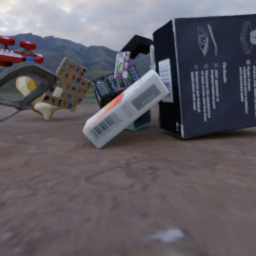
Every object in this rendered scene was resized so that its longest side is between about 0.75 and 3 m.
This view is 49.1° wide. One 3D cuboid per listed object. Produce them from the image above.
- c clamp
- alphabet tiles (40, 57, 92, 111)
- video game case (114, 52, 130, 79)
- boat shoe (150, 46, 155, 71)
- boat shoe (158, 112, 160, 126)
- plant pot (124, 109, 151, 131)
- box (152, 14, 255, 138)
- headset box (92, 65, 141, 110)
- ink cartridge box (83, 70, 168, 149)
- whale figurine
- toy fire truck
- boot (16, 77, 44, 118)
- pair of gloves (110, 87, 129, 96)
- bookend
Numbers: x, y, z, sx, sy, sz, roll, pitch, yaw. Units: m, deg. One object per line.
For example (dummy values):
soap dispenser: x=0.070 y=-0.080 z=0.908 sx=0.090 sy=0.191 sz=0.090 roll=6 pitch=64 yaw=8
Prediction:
c clamp: x=-3.027 y=-0.847 z=7.554 sx=2.406 sy=0.381 sz=2.817 roll=-32 pitch=-5 yaw=-1
alphabet tiles: x=-2.027 y=-1.439 z=9.887 sx=0.075 sy=1.669 sz=1.997 roll=35 pitch=8 yaw=23
video game case: x=-0.205 y=-2.041 z=9.187 sx=0.163 sy=0.824 sz=0.909 roll=5 pitch=8 yaw=-22
boat shoe: x=0.798 y=-2.020 z=8.407 sx=0.284 sy=0.885 sz=0.326 roll=18 pitch=33 yaw=37
boat shoe: x=1.523 y=-1.332 z=9.267 sx=0.841 sy=2.590 sz=0.934 roll=6 pitch=0 yaw=12
plant pot: x=0.014 y=-0.546 z=8.939 sx=1.039 sy=1.017 sz=1.020 roll=5 pitch=19 yaw=36
box: x=2.334 y=-1.399 z=7.598 sx=2.879 sy=2.832 sz=1.691 roll=-8 pitch=9 yaw=-12
headset box: x=-0.418 y=-1.823 z=13.201 sx=2.248 sy=1.043 sz=1.957 roll=-21 pitch=-12 yaw=-8
ink cartridge box: x=-0.081 y=-0.690 z=6.840 sx=1.962 sy=0.606 sz=2.419 roll=-38 pitch=18 yaw=11
whale figurine: x=-2.676 y=-1.274 z=11.008 sx=2.092 sy=1.665 sz=1.086 roll=-44 pitch=27 yaw=-3
toy fire truck: x=-2.967 y=-1.906 z=7.510 sx=1.368 sy=0.767 sz=1.148 roll=5 pitch=24 yaw=-27
boot: x=-3.885 y=-1.331 z=11.531 sx=0.658 sy=1.871 sz=1.340 roll=-26 pitch=-32 yaw=5
pair of gloves: x=0.576 y=-1.483 z=10.339 sx=2.041 sy=0.283 sz=2.291 roll=-6 pitch=8 yaw=35
bookend: x=0.341 y=-2.702 z=9.608 sx=0.846 sy=0.390 sz=0.841 roll=-2 pitch=-27 yaw=-44
